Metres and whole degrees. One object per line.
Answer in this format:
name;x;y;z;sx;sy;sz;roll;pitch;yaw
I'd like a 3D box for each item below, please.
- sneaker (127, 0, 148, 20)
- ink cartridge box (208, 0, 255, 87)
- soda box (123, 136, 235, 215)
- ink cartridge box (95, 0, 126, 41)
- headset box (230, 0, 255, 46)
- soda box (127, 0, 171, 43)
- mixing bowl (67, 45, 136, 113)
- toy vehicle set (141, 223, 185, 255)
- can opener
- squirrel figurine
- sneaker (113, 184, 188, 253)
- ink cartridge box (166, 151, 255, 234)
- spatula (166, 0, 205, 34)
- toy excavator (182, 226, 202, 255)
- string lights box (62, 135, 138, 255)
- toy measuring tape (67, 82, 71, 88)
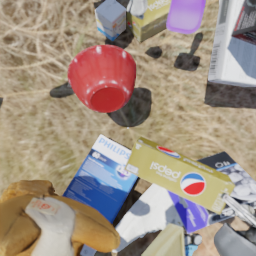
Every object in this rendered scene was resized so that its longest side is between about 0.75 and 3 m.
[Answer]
sneaker;0.253;-2.576;5.701;0.381;0.946;0.361;43;81;1
ink cartridge box;2.844;-1.714;5.745;2.215;0.632;1.800;4;97;-19
soda box;0.796;0.720;4.480;1.628;0.551;0.521;25;101;6
ink cartridge box;-0.489;-3.140;8.115;0.632;0.873;0.643;40;77;11
headset box;2.199;-1.867;4.163;0.566;1.466;1.091;17;101;-10
soda box;1.114;-3.514;8.272;2.320;0.786;0.742;-32;76;-9
mixing bowl;-0.446;-0.812;5.486;1.417;1.417;0.767;-12;51;-4
toy vehicle set;0.386;1.959;3.150;0.191;0.896;1.443;5;108;35
can opener;2.112;1.854;4.200;0.914;0.729;2.734;-49;123;1
squirrel figurine;-1.491;1.958;4.071;2.209;1.563;2.062;29;106;49
sneaker;0.759;2.209;6.497;1.455;0.927;2.517;42;77;14
ink cartridge box;1.546;1.144;5.383;1.516;1.501;0.329;-20;118;-3
spatula;1.156;-2.768;4.939;0.687;2.430;0.250;17;57;11
toy excavator;0.851;2.266;5.060;0.841;0.432;0.865;11;91;-29
string lights box;-0.748;1.593;6.761;1.311;0.752;2.551;29;76;8
toy measuring tape;-0.882;-1.111;7.800;1.636;0.602;0.602;4;72;25
